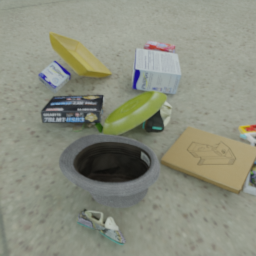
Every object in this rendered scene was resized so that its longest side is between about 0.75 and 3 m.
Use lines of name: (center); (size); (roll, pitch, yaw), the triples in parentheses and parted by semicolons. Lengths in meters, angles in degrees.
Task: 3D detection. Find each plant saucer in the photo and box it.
plant saucer: (-2.330, -3.293, 13.408); (2.651, 0.642, 2.652); (46, 19, 10)
plant saucer: (0.133, -0.644, 10.500); (2.774, 0.431, 2.774); (-30, 16, 9)

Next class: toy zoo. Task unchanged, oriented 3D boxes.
toy zoo: (4.787, 0.210, 10.381); (1.451, 0.148, 0.952); (-5, 35, -14)

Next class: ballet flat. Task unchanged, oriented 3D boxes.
ballet flat: (-0.715, 2.663, 7.750); (1.567, 0.564, 0.564); (18, 44, 22)
ballet flat: (1.233, -0.542, 11.146); (0.914, 0.909, 2.672); (13, 34, 7)

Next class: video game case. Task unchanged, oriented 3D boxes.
video game case: (5.321, 1.455, 9.399); (2.472, 0.318, 2.719); (16, 45, 18)

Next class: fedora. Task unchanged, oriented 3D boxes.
fedora: (-0.504, 1.414, 8.502); (2.971, 1.341, 2.627); (9, 32, 17)

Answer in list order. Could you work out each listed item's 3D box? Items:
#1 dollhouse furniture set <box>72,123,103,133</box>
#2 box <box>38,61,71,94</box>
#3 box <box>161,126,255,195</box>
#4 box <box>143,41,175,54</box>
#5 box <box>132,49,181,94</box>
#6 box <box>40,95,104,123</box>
dollhouse furniture set: (-1.605, -0.024, 11.187); (1.149, 0.444, 0.574); (-7, 45, 21)
box: (-3.371, -2.343, 12.863); (1.009, 0.576, 1.098); (40, 69, 1)
box: (2.846, 0.972, 9.702); (2.704, 0.288, 2.210); (19, 44, 31)
box: (1.716, -4.212, 15.525); (1.616, 0.771, 0.806); (16, 43, 17)
box: (1.273, -2.655, 13.065); (2.079, 1.091, 1.912); (7, 43, -3)
box: (-2.113, -0.790, 11.229); (2.229, 0.554, 2.213); (-1, 21, 0)
